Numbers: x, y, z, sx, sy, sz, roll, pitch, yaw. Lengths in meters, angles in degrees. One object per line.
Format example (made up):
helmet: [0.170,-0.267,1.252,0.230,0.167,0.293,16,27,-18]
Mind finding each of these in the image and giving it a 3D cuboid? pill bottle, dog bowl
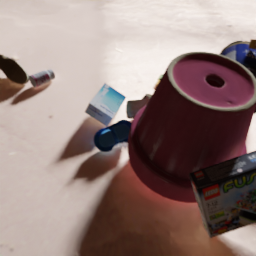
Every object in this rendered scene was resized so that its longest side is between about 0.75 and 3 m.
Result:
pill bottle: [3.699,-1.619,9.258,1.550,1.550,2.772,10,43,11]
pill bottle: [-3.156,-1.838,10.305,0.848,0.480,0.480,-31,51,-30]
dog bowl: [-0.408,0.210,7.885,1.214,0.677,0.301,-26,9,-12]

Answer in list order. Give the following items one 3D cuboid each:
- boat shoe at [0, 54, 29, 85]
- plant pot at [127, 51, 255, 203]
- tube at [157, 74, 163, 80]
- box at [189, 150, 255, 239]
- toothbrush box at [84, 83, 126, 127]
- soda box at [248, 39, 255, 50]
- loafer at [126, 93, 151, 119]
boat shoe: [-4.437,-2.282,10.600,2.038,0.733,0.661,30,13,15]
plant pot: [1.547,-0.148,6.541,2.951,2.641,2.951,3,49,-4]
tube: [1.869,-1.817,10.408,1.508,0.437,0.391,9,81,15]
box: [2.751,1.154,5.679,2.771,1.525,0.481,-20,29,2]
toothbrush box: [-0.697,-0.739,8.856,0.861,0.502,1.176,32,45,-4]
soda box: [4.317,-2.603,8.824,0.910,0.308,0.291,16,22,30]
loafer: [0.738,-0.814,8.893,1.833,0.694,0.626,-18,84,-18]
